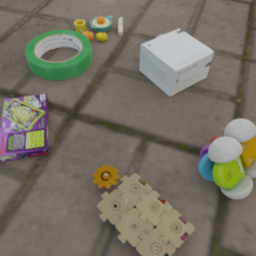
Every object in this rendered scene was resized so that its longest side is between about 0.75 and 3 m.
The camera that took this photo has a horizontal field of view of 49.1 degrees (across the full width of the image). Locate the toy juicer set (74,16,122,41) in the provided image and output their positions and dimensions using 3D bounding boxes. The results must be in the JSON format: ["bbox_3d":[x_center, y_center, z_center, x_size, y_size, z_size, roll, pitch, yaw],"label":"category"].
[{"bbox_3d":[-1.093,-4.438,12.263,2.315,0.630,1.473,-17,52,-14],"label":"toy juicer set"}]

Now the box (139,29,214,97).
[{"bbox_3d":[1.697,-2.421,10.211,1.864,1.225,1.874,-29,56,-22],"label":"box"}]

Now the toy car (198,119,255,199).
[{"bbox_3d":[2.660,0.781,7.539,1.948,1.705,1.461,-41,27,-30],"label":"toy car"}]

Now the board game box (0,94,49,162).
[{"bbox_3d":[-3.267,-0.085,8.896,1.436,0.386,2.393,-6,51,-10],"label":"board game box"}]

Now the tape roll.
[{"bbox_3d":[-2.691,-2.920,11.033,2.519,0.605,2.519,0,50,0],"label":"tape roll"}]

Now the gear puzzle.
[{"bbox_3d":[0.083,2.028,7.042,1.513,0.383,2.922,-37,62,-25],"label":"gear puzzle"}]
